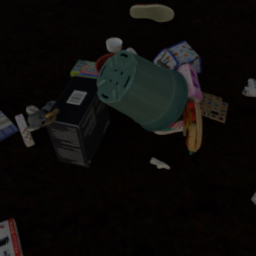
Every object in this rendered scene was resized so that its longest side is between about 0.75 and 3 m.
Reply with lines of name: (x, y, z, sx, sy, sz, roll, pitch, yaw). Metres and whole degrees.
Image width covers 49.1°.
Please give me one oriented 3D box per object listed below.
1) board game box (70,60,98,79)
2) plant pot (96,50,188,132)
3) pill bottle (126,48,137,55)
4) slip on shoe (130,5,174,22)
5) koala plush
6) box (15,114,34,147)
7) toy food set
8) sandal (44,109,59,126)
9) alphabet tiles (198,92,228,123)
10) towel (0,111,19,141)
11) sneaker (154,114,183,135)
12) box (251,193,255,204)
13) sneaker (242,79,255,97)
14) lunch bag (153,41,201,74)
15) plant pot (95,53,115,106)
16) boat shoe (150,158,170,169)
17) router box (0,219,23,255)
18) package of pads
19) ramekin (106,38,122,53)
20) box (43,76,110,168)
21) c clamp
board game box: (-1.925, -2.929, 14.318, 1.741, 0.254, 1.172, 10, 48, 9)
plant pot: (0.381, -1.358, 9.904, 2.455, 2.507, 2.507, 20, 31, -43)
pill bottle: (-0.257, -2.470, 10.634, 1.235, 0.686, 0.686, -30, 37, 32)
slip on shoe: (1.547, -7.462, 18.007, 2.805, 1.039, 0.858, 9, 40, 12)
koala plush: (-3.374, -0.417, 11.283, 1.443, 1.280, 1.326, -19, 41, -33)
box: (-4.254, 0.099, 11.497, 0.318, 0.341, 1.645, -24, 53, -16)
toy food set: (2.288, -0.037, 10.124, 0.480, 1.955, 1.975, -1, 77, 5)
sandal: (-2.404, -0.374, 8.696, 0.381, 0.256, 0.949, -24, 28, 18)
alphabet tiles: (3.557, -1.003, 12.371, 1.622, 0.073, 1.940, 20, 38, 11)
towel: (-5.653, -0.189, 11.398, 1.943, 0.231, 1.427, 42, 47, 10)
sneaker: (2.063, -0.562, 11.417, 2.200, 1.328, 0.920, -15, 50, -15)
box: (5.592, 2.242, 9.258, 2.477, 0.745, 1.445, -20, 51, -17)
sneaker: (5.730, -1.902, 13.251, 0.659, 0.431, 1.147, 0, 51, -4)
lunch bag: (2.410, -3.245, 14.015, 1.954, 1.210, 1.661, -24, 51, 0)
plant pot: (-0.416, -1.985, 12.363, 1.916, 1.864, 1.916, 0, 47, 0)
boat shoe: (1.167, 1.390, 10.407, 0.770, 0.273, 0.269, 26, 80, 18)
router box: (-3.858, 3.530, 8.380, 1.124, 0.306, 1.253, -20, 51, -18)
package of pads: (2.339, -1.649, 10.587, 0.514, 0.819, 1.359, -19, 66, 30)
ramekin: (-0.785, -4.626, 15.738, 0.899, 0.438, 0.899, 0, 48, 0)
box: (-1.762, -0.247, 10.470, 1.305, 2.282, 2.506, 11, 48, 13)
c clamp: (1.892, -1.842, 11.382, 2.312, 1.975, 0.313, 45, 66, -2)
